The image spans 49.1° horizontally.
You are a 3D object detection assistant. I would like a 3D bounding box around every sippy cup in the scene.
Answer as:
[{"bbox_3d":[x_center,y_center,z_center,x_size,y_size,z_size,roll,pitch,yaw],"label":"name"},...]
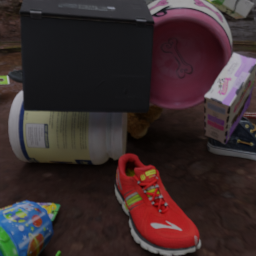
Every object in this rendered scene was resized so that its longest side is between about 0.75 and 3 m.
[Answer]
[{"bbox_3d":[-1.937,1.834,4.596,1.290,1.642,1.203,-40,-6,24],"label":"sippy cup"}]

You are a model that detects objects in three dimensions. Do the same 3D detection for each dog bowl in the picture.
[{"bbox_3d":[1.198,-1.687,6.936,2.843,2.843,1.048,2,34,5],"label":"dog bowl"}]

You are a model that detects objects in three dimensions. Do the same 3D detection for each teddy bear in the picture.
[{"bbox_3d":[-0.117,-0.542,10.025,2.090,0.962,2.883,-42,40,-4],"label":"teddy bear"}]

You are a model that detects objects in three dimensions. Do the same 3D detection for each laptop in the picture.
[{"bbox_3d":[-0.905,-1.912,6.304,2.654,1.642,2.834,0,46,-12],"label":"laptop"}]

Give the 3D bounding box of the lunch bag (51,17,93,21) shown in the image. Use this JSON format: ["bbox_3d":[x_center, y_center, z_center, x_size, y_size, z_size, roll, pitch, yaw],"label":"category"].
[{"bbox_3d":[-1.683,-2.588,8.097,2.462,2.065,1.715,-5,-19,20],"label":"lunch bag"}]

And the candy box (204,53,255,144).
[{"bbox_3d":[2.309,-0.615,6.387,0.577,1.613,1.353,27,70,29],"label":"candy box"}]

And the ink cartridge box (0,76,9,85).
[{"bbox_3d":[-7.163,-1.763,13.455,2.762,1.046,2.041,-8,23,-22],"label":"ink cartridge box"}]

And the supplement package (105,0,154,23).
[{"bbox_3d":[0.242,-3.120,7.553,1.628,0.892,0.926,-33,48,-8],"label":"supplement package"}]

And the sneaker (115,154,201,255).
[{"bbox_3d":[0.381,1.369,5.612,1.058,1.167,2.747,-11,25,-25],"label":"sneaker"}]

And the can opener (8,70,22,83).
[{"bbox_3d":[-3.354,-1.644,10.139,1.836,0.483,0.610,13,39,-8],"label":"can opener"}]

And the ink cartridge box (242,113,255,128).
[{"bbox_3d":[3.856,-0.163,9.328,2.188,0.489,1.928,4,-2,11],"label":"ink cartridge box"}]

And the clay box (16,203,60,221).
[{"bbox_3d":[-1.940,1.807,5.788,0.965,0.230,0.555,1,22,4],"label":"clay box"}]

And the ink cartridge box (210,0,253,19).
[{"bbox_3d":[3.871,-4.721,10.629,1.369,0.577,1.000,25,17,-9],"label":"ink cartridge box"}]

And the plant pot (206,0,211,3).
[{"bbox_3d":[1.530,-2.561,9.437,2.721,2.481,2.735,-18,67,2],"label":"plant pot"}]

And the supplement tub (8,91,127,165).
[{"bbox_3d":[-1.521,-0.045,7.832,2.893,2.097,2.097,2,22,4],"label":"supplement tub"}]

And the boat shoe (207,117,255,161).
[{"bbox_3d":[3.685,0.282,8.299,2.517,1.142,0.890,5,23,12],"label":"boat shoe"}]
